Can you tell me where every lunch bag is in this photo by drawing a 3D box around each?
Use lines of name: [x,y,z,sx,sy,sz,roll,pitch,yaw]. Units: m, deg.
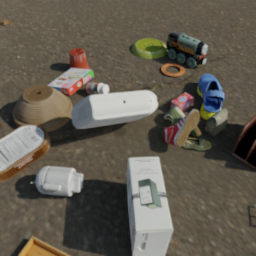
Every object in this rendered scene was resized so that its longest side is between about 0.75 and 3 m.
lunch bag: [3.612,-0.278,11.397,0.799,0.974,0.573,-31,52,-27]

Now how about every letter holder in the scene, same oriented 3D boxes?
letter holder: [5.175,0.191,10.412,2.338,1.662,1.176,-32,52,-29]

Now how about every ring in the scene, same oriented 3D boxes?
ring: [2.388,-3.069,14.925,1.248,0.120,1.248,0,43,0]

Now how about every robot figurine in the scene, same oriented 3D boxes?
robot figurine: [-2.339,1.767,9.295,1.636,0.924,1.388,4,5,5]

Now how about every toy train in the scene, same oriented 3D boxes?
toy train: [3.153,-4.309,15.245,2.529,1.441,1.077,34,54,31]

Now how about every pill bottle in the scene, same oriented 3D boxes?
pill bottle: [-1.430,-1.829,13.149,0.968,0.551,0.551,8,42,31]

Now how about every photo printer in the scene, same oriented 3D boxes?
photo printer: [-0.476,-0.691,10.751,2.892,2.406,1.004,-9,86,-29]

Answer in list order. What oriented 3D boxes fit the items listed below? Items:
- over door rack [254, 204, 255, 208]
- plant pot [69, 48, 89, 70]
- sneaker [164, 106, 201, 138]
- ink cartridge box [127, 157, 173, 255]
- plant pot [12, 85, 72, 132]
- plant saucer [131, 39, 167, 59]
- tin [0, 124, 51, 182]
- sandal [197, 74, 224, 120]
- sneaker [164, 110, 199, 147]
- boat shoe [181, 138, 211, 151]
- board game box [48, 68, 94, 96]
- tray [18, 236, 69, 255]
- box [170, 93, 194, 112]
over door rack: [4.513,2.727,8.664,1.037,0.345,0.766,-10,40,21]
plant pot: [-2.635,-3.548,14.757,1.061,1.032,1.061,0,44,0]
sneaker: [2.169,-0.111,11.592,0.789,0.589,1.757,-31,56,-8]
ink cartridge box: [0.522,2.302,8.182,0.995,1.728,2.368,-2,45,-4]
plant pot: [-3.738,-1.046,12.061,2.556,1.180,2.556,0,43,0]
plant saucer: [1.262,-4.756,16.523,2.160,0.336,2.160,0,43,0]
tin: [-4.207,0.855,10.381,2.736,0.573,1.532,-38,55,-26]
sandal: [3.802,-1.665,12.664,1.151,1.260,2.895,1,42,4]
sneaker: [2.046,-0.049,10.986,1.725,0.615,0.970,-53,30,-19]
boat shoe: [2.661,0.581,10.932,1.195,0.376,0.436,7,44,8]
board game box: [-2.801,-2.292,13.679,1.433,0.378,1.873,12,43,32]
tray: [-2.218,3.733,7.725,1.615,0.299,0.797,19,47,17]
box: [2.425,-1.103,12.601,1.021,0.487,0.509,-32,52,-29]
